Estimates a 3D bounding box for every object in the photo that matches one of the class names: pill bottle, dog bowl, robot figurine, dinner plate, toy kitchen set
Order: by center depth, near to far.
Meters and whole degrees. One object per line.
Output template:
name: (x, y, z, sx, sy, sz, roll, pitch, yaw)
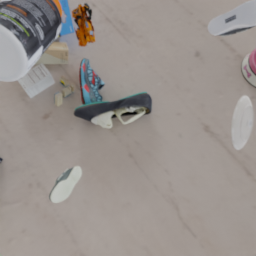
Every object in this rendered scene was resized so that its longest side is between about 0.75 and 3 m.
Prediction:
dinner plate: (2.856, -0.111, 6.874, 0.163, 1.349, 1.349, 11, 65, 39)
pill bottle: (-2.727, -2.623, 7.320, 1.577, 1.577, 2.969, 11, 43, 4)
robot figurine: (-1.235, -2.828, 7.660, 0.317, 0.789, 1.088, -20, 100, -43)
toy kitchen set: (-2.489, -1.364, 10.270, 0.726, 0.534, 0.906, 39, 53, 14)
dog bowl: (5.253, -2.321, 10.475, 1.811, 0.668, 1.811, 0, 69, -1)

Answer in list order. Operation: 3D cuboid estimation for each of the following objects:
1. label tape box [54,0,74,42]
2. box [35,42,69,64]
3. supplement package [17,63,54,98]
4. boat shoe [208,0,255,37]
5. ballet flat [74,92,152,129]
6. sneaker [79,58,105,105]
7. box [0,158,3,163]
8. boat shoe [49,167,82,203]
label tape box: (-3.440, -3.919, 11.018, 2.559, 0.810, 1.845, -12, 68, -5)
box: (-3.017, -2.778, 10.392, 1.512, 0.588, 0.718, -6, 45, -20)
supplement package: (-3.365, -1.725, 10.252, 1.083, 0.633, 0.635, -36, 73, -13)
boat shoe: (3.264, -3.049, 7.989, 0.646, 1.907, 0.684, -1, 84, -41)
ballet flat: (-0.451, -0.520, 9.639, 2.766, 1.011, 1.011, -13, 69, -8)
sneaker: (-1.328, -1.665, 10.291, 0.898, 0.745, 1.880, -4, 75, -14)
box: (-5.086, 1.212, 8.493, 1.093, 1.734, 1.763, 27, 71, 10)
boat shoe: (-1.685, 1.468, 7.284, 0.396, 0.467, 1.283, -6, 27, 29)
